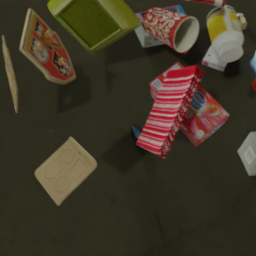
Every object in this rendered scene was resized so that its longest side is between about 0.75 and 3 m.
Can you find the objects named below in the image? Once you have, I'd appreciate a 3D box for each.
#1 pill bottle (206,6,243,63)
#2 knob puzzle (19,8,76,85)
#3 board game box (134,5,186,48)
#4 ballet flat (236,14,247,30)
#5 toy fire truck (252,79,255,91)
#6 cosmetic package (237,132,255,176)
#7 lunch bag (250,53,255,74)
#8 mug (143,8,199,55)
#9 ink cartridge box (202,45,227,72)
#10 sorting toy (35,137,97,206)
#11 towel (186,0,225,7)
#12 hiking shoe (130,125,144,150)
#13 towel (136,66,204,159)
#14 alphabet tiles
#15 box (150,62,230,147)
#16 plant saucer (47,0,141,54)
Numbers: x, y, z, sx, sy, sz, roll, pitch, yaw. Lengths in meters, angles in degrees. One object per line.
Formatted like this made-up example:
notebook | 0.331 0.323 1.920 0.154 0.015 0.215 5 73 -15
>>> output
pill bottle | 3.219 -3.077 9.254 0.985 0.985 1.758 -2 64 -2
knob puzzle | -2.284 -2.323 8.698 0.344 2.478 2.478 -22 54 19
board game box | 1.676 -5.057 13.916 2.519 0.810 1.858 -14 58 -10
ballet flat | 5.869 -5.643 14.523 0.459 0.425 1.303 -5 56 -7
toy fire truck | 4.116 -1.469 7.930 1.031 1.462 0.356 31 74 33
cosmetic package | 5.417 0.762 9.651 2.628 1.404 1.185 -8 56 -8
lunch bag | 6.993 -2.754 12.134 2.839 1.171 2.282 -15 59 -9
mug | 1.523 -3.640 10.739 1.272 1.693 1.907 -26 47 -27
ink cartridge box | 4.263 -3.456 13.104 1.040 0.366 1.744 25 63 15
sorting toy | -1.475 0.998 6.629 1.296 0.236 1.200 -47 54 -7
towel | 1.554 -4.482 9.080 2.946 0.335 2.122 12 34 1
hiking shoe | 0.432 0.329 10.585 0.473 0.406 1.092 -17 67 -20
towel | 0.934 -0.452 6.907 0.250 1.609 2.225 25 89 -20
alphabet tiles | -3.682 -1.707 8.727 0.078 1.721 2.059 -12 76 -25
box | 1.806 -0.702 8.586 1.140 1.092 2.287 -38 73 -4
plant saucer | -1.331 -3.922 10.061 2.621 2.625 0.628 -19 41 40
